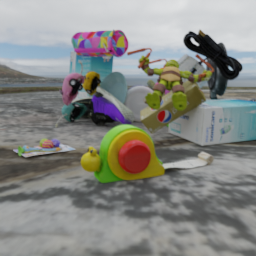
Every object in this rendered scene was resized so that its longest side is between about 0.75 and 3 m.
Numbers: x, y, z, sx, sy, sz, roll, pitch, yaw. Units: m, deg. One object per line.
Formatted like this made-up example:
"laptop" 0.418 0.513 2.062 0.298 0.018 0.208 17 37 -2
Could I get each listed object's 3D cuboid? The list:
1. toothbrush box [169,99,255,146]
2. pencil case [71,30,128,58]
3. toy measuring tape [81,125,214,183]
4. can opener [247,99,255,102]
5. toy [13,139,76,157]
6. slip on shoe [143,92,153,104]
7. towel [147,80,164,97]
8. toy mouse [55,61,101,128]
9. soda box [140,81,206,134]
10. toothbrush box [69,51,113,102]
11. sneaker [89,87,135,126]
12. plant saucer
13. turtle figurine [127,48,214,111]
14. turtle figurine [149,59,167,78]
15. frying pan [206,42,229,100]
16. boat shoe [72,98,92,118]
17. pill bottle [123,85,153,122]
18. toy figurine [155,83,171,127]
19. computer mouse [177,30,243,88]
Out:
"toothbrush box" 2.596 -0.251 8.012 2.361 1.007 1.729 -4 12 -22
"pencil case" -1.052 -2.999 10.016 2.240 0.990 0.990 13 16 40
"toy measuring tape" 0.440 0.369 5.060 2.640 0.971 0.971 -5 12 -23
"can opener" 5.561 -0.678 11.746 0.919 0.733 2.749 -27 11 3
"toy" -1.929 0.413 6.489 1.228 0.290 0.707 -10 15 -42
"slip on shoe" 0.735 -0.746 7.840 0.292 0.366 0.964 49 17 18
"towel" 1.280 -1.398 11.377 0.261 1.062 1.432 -41 -19 11
"toy mouse" -1.967 -1.107 10.072 0.569 2.612 2.939 30 -21 14
"soda box" 1.129 -0.557 7.244 1.661 0.532 0.563 -33 25 20
"toothbrush box" -1.773 -2.074 12.813 1.186 2.781 2.036 -2 10 -38
"sneaker" -0.678 -0.470 9.642 0.805 1.152 2.316 31 9 -41
"plant saucer" -0.555 -1.220 10.655 0.349 1.814 1.814 16 -2 -41
"turtle figurine" 0.896 -1.158 6.704 2.211 0.712 1.783 14 46 4
"turtle figurine" 1.907 -1.671 10.196 2.464 1.987 0.794 -2 -3 -4
"frying pan" 2.742 -1.459 8.980 0.436 2.680 1.621 -3 54 2
"boat shoe" -1.320 -0.778 11.387 2.297 0.825 0.777 1 12 -10
"pill bottle" 0.467 -1.080 11.548 1.362 1.362 2.353 0 11 0
"toy figurine" 1.404 -0.940 9.863 1.245 1.526 1.658 -14 19 -11
"computer mouse" 1.765 -1.497 7.978 1.616 0.647 2.948 40 -19 -1
